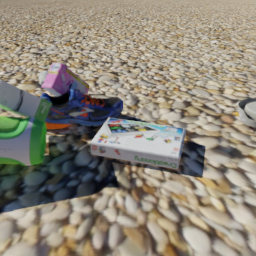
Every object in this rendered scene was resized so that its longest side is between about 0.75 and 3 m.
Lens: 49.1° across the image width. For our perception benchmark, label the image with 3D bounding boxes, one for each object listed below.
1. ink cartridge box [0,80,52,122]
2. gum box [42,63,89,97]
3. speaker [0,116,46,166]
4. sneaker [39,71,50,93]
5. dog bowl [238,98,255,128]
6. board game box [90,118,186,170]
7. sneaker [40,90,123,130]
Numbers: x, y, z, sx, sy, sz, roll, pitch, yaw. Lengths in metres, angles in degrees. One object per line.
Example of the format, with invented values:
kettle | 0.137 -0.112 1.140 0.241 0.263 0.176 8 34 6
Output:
ink cartridge box | -2.921 -0.695 7.313 1.430 0.603 1.045 27 -11 -41
gum box | -1.948 -1.329 9.105 0.495 1.497 0.850 10 74 36
speaker | -3.417 0.243 6.534 2.796 1.236 1.236 4 29 -10
sneaker | -2.343 -1.267 9.540 1.560 0.591 0.718 28 24 -30
dog bowl | 4.085 -0.436 8.341 1.565 0.459 1.565 -4 26 2
board game box | 0.311 0.343 7.434 2.259 0.391 1.426 9 31 14
sneaker | -1.433 -0.645 8.478 2.687 1.054 1.012 -9 32 -14
